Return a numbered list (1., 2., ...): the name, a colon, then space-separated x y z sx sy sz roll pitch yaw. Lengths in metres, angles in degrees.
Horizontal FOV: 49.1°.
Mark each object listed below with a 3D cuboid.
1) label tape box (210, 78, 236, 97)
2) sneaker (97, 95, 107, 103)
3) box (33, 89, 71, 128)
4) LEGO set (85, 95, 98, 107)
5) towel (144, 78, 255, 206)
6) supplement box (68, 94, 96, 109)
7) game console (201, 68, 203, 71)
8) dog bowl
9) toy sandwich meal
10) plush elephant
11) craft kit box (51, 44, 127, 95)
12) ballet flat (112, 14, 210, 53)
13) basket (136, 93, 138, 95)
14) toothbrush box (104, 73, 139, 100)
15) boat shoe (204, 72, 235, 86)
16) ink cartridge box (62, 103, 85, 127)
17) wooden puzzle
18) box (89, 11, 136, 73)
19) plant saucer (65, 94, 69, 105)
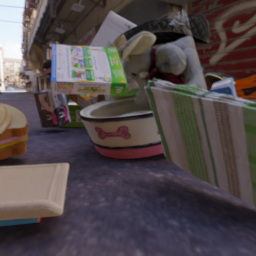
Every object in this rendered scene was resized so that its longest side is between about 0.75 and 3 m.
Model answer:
1. label tape box: 3.216 -0.675 9.165 0.679 1.546 2.144 -13 13 24
2. sneaker: -0.583 -1.089 8.861 0.745 1.653 0.620 8 -36 -33
3. box: -2.682 -0.708 9.978 0.853 1.291 0.741 -2 17 24
4. LEGO set: -1.351 -1.273 9.338 0.382 1.557 1.163 -42 15 -25
5. towel: 1.125 0.168 3.712 0.318 1.547 2.073 -34 33 -23
6. supplement box: -1.860 -1.288 10.910 1.832 0.630 0.609 36 52 20
7. game console: 1.800 -1.639 9.280 1.111 0.948 0.657 2 16 -38
8. dog bowl: 0.256 -0.135 6.887 2.762 1.019 2.762 -9 14 2
9. toy sandwich meal: -3.506 0.255 5.503 2.915 0.998 2.915 -4 30 2
10. plush elephant: 0.725 -1.426 6.800 1.931 2.494 2.054 -14 -4 15
11. craft kit box: -0.820 -1.184 5.576 1.379 0.339 1.396 -2 44 -11
12. ballet flat: 0.980 -2.588 8.042 2.913 0.827 0.968 -14 -8 -4
13. basket: 1.524 -1.103 9.935 2.025 1.597 2.296 8 13 18
14. toothbrush box: -0.074 -1.184 7.947 0.834 0.493 1.146 -12 -4 -34
15. boat shoe: 3.332 -1.808 10.203 1.252 0.406 0.458 15 -24 -20
16. ink cartridge box: -2.248 -0.644 12.271 1.738 0.891 2.351 -1 8 -3
17. wooden puzzle: -1.860 0.873 3.713 2.042 0.411 2.207 -2 4 -10
18. box: -0.301 -2.856 10.032 1.706 1.715 1.121 29 -5 0
19. plant saucer: -2.537 -1.281 10.951 0.141 0.785 0.785 -39 28 -27
